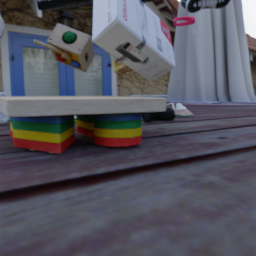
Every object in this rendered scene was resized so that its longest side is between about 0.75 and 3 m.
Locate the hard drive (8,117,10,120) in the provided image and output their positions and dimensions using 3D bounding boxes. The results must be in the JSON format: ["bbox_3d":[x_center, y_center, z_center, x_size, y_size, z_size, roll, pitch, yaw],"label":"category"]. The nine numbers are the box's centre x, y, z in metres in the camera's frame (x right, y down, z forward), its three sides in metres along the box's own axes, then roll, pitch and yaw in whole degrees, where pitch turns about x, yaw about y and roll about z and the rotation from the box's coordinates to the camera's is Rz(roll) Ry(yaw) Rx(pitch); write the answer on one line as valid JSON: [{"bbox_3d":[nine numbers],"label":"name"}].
[{"bbox_3d":[-4.996,-0.452,11.569,1.237,0.165,0.816,5,8,32],"label":"hard drive"}]

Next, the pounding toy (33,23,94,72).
[{"bbox_3d":[-1.508,-1.922,6.808,1.040,0.803,1.130,23,-15,6],"label":"pounding toy"}]

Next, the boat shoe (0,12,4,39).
[{"bbox_3d":[-4.499,-3.465,9.190,0.725,2.169,0.618,-1,-29,-29],"label":"boat shoe"}]

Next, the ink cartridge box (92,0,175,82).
[{"bbox_3d":[0.132,-2.028,6.011,0.750,1.328,1.810,-27,-38,36],"label":"ink cartridge box"}]

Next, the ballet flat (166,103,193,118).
[{"bbox_3d":[2.120,-0.814,12.753,1.823,0.613,0.621,5,8,38],"label":"ballet flat"}]

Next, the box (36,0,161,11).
[{"bbox_3d":[-0.756,-3.962,8.322,2.872,0.682,2.774,7,25,33],"label":"box"}]

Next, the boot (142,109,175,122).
[{"bbox_3d":[1.143,-0.490,10.464,1.254,0.566,1.531,5,7,-6],"label":"boot"}]

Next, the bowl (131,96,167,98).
[{"bbox_3d":[1.077,-1.185,14.407,1.857,0.971,1.857,0,6,0],"label":"bowl"}]

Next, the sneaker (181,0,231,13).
[{"bbox_3d":[2.034,-3.415,7.454,1.438,0.478,0.651,-18,38,-17],"label":"sneaker"}]

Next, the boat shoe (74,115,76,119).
[{"bbox_3d":[-1.488,-0.721,11.355,2.478,0.738,0.890,2,7,14],"label":"boat shoe"}]

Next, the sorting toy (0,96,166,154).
[{"bbox_3d":[-1.083,-0.150,5.540,2.664,0.927,2.648,-4,8,-29],"label":"sorting toy"}]

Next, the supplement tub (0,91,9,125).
[{"bbox_3d":[-4.969,-0.663,9.215,1.829,1.121,1.121,0,6,4],"label":"supplement tub"}]

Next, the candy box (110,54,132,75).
[{"bbox_3d":[-0.220,-2.871,10.491,0.908,1.572,0.435,-16,-14,13],"label":"candy box"}]

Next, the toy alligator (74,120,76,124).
[{"bbox_3d":[-1.814,-0.174,8.993,0.819,0.243,0.222,-2,-34,-14],"label":"toy alligator"}]

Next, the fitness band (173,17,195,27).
[{"bbox_3d":[1.599,-3.038,7.984,0.599,0.156,0.834,-1,30,10],"label":"fitness band"}]
